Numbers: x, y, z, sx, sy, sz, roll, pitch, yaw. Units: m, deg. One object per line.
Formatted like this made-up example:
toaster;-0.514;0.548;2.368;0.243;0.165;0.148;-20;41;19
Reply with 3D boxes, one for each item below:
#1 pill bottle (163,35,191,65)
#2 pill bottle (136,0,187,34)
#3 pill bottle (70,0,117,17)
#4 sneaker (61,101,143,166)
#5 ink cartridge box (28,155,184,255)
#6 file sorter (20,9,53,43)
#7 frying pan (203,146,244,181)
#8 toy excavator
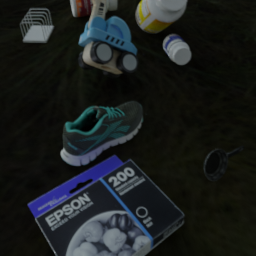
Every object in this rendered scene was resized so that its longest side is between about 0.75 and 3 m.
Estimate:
pill bottle;1.882;-2.995;10.767;0.811;0.811;1.402;-6;37;-6
pill bottle;1.349;-4.931;11.428;1.566;1.566;2.868;-11;9;-10
pill bottle;-1.714;-6.259;13.873;2.182;1.246;1.246;-13;46;-11
sneaker;-0.613;-0.124;7.681;1.094;1.287;2.821;34;54;29
ink cartridge box;-0.581;1.817;6.237;2.602;0.570;2.627;-29;50;-27
file sorter;-4.037;-4.525;12.377;1.013;0.909;1.460;1;45;2
frying pan;2.360;0.724;7.118;1.368;0.828;0.223;-49;30;-14
toy excavator;-0.904;-3.417;9.308;2.828;2.909;1.453;15;-7;-29
